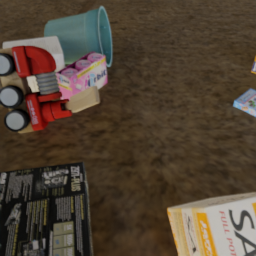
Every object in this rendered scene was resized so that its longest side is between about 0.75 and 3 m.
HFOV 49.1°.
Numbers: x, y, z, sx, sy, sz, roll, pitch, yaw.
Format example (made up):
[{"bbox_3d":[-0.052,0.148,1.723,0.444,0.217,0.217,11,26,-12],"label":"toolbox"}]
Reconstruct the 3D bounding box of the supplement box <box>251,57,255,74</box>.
[{"bbox_3d":[6.277,-2.640,11.579,1.840,1.001,1.008,28,48,29],"label":"supplement box"}]

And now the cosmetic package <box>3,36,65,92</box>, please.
[{"bbox_3d":[-3.482,-2.280,10.629,2.034,1.677,1.678,-11,41,-15],"label":"cosmetic package"}]

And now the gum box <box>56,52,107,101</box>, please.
[{"bbox_3d":[-1.640,-1.904,10.553,0.704,1.208,2.128,23,45,25],"label":"gum box"}]

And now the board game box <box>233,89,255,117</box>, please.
[{"bbox_3d":[4.746,-0.778,9.944,1.166,0.282,1.542,-32,50,-32],"label":"board game box"}]

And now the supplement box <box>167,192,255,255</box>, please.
[{"bbox_3d":[1.461,2.002,4.331,1.024,2.786,1.756,-11,74,-5],"label":"supplement box"}]

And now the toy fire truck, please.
[{"bbox_3d":[-2.348,-1.246,8.369,2.849,2.507,1.833,-10,13,-3],"label":"toy fire truck"}]

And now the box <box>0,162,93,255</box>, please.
[{"bbox_3d":[-1.819,2.059,5.998,2.012,1.058,2.457,-7,41,-8],"label":"box"}]

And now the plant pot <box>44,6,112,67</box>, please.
[{"bbox_3d":[-2.108,-3.783,12.063,2.410,2.461,2.461,-2,40,9],"label":"plant pot"}]
